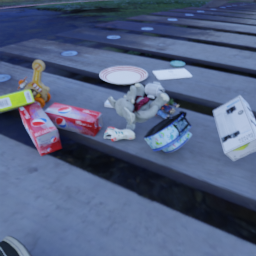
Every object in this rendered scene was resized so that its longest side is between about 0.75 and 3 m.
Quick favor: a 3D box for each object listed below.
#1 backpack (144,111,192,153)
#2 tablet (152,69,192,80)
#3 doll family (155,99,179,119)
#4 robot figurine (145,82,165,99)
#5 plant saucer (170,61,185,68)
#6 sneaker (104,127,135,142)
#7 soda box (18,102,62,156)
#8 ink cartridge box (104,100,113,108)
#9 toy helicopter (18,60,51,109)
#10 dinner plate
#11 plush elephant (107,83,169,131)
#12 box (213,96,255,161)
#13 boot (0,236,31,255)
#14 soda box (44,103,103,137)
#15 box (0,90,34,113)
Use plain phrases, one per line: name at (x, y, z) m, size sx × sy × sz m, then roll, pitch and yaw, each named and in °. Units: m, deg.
backpack at (1.372, 0.263, 9.557) m, size 1.410 × 1.036 × 1.290 m, roll -34°, pitch 3°, yaw -26°
tablet at (2.514, -3.110, 16.133) m, size 2.007 × 0.137 × 1.306 m, roll -6°, pitch 32°, yaw -10°
doll family at (1.586, -0.851, 12.122) m, size 0.775 × 0.526 × 1.340 m, roll 35°, pitch 37°, yaw 16°
robot figurine at (1.224, -1.799, 13.350) m, size 1.015 × 0.573 × 0.861 m, roll 16°, pitch 74°, yaw 32°
plant saucer at (3.070, -3.937, 17.426) m, size 0.907 × 0.163 × 0.907 m, roll 0°, pitch 31°, yaw 0°
sneaker at (-0.342, 0.329, 10.404) m, size 1.216 × 0.428 × 0.569 m, roll 10°, pitch 42°, yaw 22°
soda box at (-3.331, -0.021, 10.462) m, size 0.790 × 0.872 × 2.490 m, roll -21°, pitch 37°, yaw -24°
ink cartridge box at (-0.617, -1.144, 12.946) m, size 0.777 × 0.174 × 0.684 m, roll 10°, pitch 34°, yaw 15°
toy helicopter at (-4.169, -2.011, 12.398) m, size 1.464 × 2.213 × 0.873 m, roll 20°, pitch 34°, yaw -2°
dinner plate at (-0.257, -2.870, 15.575) m, size 2.672 × 0.324 × 2.672 m, roll 1°, pitch 32°, yaw -1°
plush elephant at (0.165, -0.863, 10.308) m, size 1.633 × 1.983 × 1.535 m, roll 37°, pitch 6°, yaw 36°
box at (3.624, -0.014, 9.310) m, size 1.143 × 0.589 × 1.960 m, roll -32°, pitch 38°, yaw 32°
boot at (-2.426, 3.373, 4.954) m, size 2.086 × 0.997 × 2.762 m, roll -28°, pitch 41°, yaw -33°
soda box at (-2.161, -0.344, 11.116) m, size 2.228 × 0.706 × 0.780 m, roll 12°, pitch 38°, yaw 19°
box at (-4.959, -1.019, 11.617) m, size 1.492 × 0.583 × 2.447 m, roll -21°, pitch 9°, yaw -30°
